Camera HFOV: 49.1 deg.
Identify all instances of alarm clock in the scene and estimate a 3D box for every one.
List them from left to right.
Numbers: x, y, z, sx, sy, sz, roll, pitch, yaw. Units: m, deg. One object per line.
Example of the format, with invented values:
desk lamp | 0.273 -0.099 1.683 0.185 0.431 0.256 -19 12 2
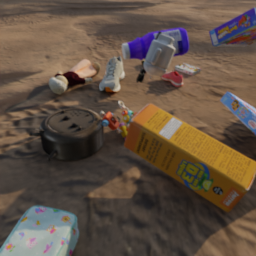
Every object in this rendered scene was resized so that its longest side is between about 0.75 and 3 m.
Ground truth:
alarm clock | -1.355 0.007 8.029 2.609 0.868 1.760 -19 37 -32

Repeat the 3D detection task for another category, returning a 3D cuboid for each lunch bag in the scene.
lunch bag | -1.589 2.084 4.979 1.144 0.550 1.426 6 33 13

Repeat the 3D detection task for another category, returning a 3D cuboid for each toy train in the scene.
toy train | -0.128 -0.293 8.238 0.429 1.159 1.543 -32 12 33

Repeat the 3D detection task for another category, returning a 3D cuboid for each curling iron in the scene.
curling iron | 0.799 -2.525 10.077 0.263 2.059 0.510 25 -6 -4

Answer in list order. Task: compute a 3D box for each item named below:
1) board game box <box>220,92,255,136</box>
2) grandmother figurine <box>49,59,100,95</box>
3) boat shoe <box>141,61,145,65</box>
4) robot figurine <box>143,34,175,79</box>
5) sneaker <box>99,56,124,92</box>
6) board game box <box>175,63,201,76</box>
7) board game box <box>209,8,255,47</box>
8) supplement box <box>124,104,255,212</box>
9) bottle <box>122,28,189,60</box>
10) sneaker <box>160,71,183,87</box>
board game box | 3.629 -0.047 7.526 1.641 0.397 2.170 24 25 -26
grandmother figurine | -2.266 -2.084 11.341 1.609 0.803 2.653 5 29 24
boat shoe | 0.945 -3.086 13.338 0.248 0.270 0.755 -27 37 -28
robot figurine | 0.829 -1.885 7.511 0.665 1.177 0.998 26 16 14
sneaker | -0.673 -2.209 11.259 0.845 1.027 2.232 3 33 6
board game box | 2.722 -2.679 12.781 0.633 0.174 1.003 -27 41 -34
board game box | 4.210 -3.429 9.802 2.412 0.540 1.622 -14 -2 -41
supplement box | 1.306 0.598 6.201 2.759 0.918 0.949 29 44 16
bottle | 1.046 -3.167 10.899 2.543 1.062 0.830 -13 8 -8
sneaker | 1.825 -2.174 11.601 0.465 0.547 1.261 -24 43 -30
